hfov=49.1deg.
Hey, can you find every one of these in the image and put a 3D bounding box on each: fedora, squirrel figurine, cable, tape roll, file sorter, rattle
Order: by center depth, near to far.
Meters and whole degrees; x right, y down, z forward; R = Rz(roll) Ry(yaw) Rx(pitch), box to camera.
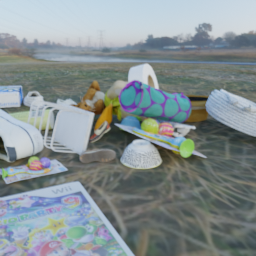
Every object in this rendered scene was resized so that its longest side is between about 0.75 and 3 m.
[{"bbox_3d":[-1.907,-0.052,7.615,1.032,1.150,1.657,9,7,-43],"label":"file sorter"},{"bbox_3d":[3.675,-0.449,8.942,2.387,0.826,2.387,18,17,-16],"label":"cable"},{"bbox_3d":[0.435,-0.318,9.604,2.725,1.774,1.946,28,34,-18],"label":"rattle"},{"bbox_3d":[-1.563,-0.666,10.337,1.722,1.218,1.607,-32,12,41],"label":"squirrel figurine"},{"bbox_3d":[0.635,-1.544,10.803,0.610,1.744,1.744,-10,12,23],"label":"tape roll"},{"bbox_3d":[2.448,-0.745,10.876,2.108,0.860,2.108,-2,15,1],"label":"fedora"}]

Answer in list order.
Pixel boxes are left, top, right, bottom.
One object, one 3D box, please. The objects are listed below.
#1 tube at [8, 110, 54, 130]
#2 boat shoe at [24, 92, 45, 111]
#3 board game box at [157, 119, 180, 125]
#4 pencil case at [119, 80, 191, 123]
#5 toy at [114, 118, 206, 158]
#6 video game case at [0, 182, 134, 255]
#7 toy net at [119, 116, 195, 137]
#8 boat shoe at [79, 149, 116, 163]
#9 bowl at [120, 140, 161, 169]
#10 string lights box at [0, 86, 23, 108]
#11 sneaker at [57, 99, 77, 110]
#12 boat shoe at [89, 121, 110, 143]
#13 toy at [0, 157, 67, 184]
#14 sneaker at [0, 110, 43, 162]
[{"bbox_3d":[-3.928,-0.195,9.552,2.681,0.696,0.778,-4,-24,-4],"label":"tube"},{"bbox_3d":[-4.391,-1.366,13.188,0.808,0.718,2.196,-12,20,-34],"label":"boat shoe"},{"bbox_3d":[1.445,-0.468,9.717,0.990,0.990,0.305,-8,18,-23],"label":"board game box"},{"bbox_3d":[0.844,-0.743,8.125,2.169,1.002,0.923,11,-21,-40],"label":"pencil case"},{"bbox_3d":[0.864,0.114,7.796,1.470,0.603,2.553,15,9,-33],"label":"toy"},{"bbox_3d":[-1.224,1.653,3.907,2.067,0.260,2.887,-9,18,-26],"label":"video game case"},{"bbox_3d":[0.984,-0.010,9.257,2.443,0.472,1.281,10,5,22],"label":"toy net"},{"bbox_3d":[-0.773,0.667,7.083,0.913,0.346,0.328,-1,15,-9],"label":"boat shoe"},{"bbox_3d":[0.324,0.597,7.040,1.039,0.487,1.039,0,16,0],"label":"bowl"},{"bbox_3d":[-5.924,-1.548,13.816,1.211,0.695,2.357,-5,17,-16],"label":"string lights box"},{"bbox_3d":[-2.573,-1.019,12.409,1.416,0.501,0.517,5,17,16],"label":"sneaker"},{"bbox_3d":[-0.894,0.127,8.537,0.808,0.253,0.288,-41,29,-22],"label":"boat shoe"},{"bbox_3d":[-2.181,0.871,6.422,1.352,0.319,0.779,-12,21,-34],"label":"toy"},{"bbox_3d":[-3.591,0.152,7.516,2.963,1.082,1.049,10,22,36],"label":"sneaker"}]
